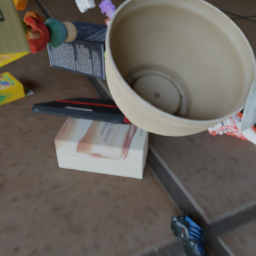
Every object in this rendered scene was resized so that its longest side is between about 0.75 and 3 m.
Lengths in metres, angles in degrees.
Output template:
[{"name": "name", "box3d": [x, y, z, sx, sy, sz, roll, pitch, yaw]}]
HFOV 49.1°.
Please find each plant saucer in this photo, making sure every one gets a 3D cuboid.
[{"name": "plant saucer", "box3d": [1.897, -0.325, 4.170, 0.214, 0.851, 0.851, 18, 41, 26]}]

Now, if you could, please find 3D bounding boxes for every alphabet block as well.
[{"name": "alphabet block", "box3d": [-3.411, -2.092, 5.627, 1.773, 1.816, 1.783, -8, 13, 37]}]

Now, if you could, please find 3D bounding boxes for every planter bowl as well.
[{"name": "planter bowl", "box3d": [0.679, -0.838, 4.851, 2.388, 1.607, 2.388, 6, 65, -12]}]

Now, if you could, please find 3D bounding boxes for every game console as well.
[{"name": "game console", "box3d": [-0.852, -0.452, 7.626, 2.676, 0.415, 2.367, 7, 13, 20]}]

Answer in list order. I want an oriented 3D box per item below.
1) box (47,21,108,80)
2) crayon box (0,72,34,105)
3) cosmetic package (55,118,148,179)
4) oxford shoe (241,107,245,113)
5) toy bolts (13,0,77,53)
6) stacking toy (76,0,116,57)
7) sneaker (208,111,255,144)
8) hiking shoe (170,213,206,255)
[{"name": "box", "box3d": [-1.578, -3.218, 11.322, 2.689, 1.439, 1.996, 19, 41, 23]}, {"name": "crayon box", "box3d": [-4.453, -1.290, 9.537, 1.992, 0.514, 1.253, -27, 45, -32]}, {"name": "cosmetic package", "box3d": [-0.591, 0.448, 6.883, 2.085, 0.909, 1.077, 6, 36, 7]}, {"name": "oxford shoe", "box3d": [2.532, -0.635, 8.297, 2.338, 0.832, 0.848, -7, 26, -10]}, {"name": "toy bolts", "box3d": [-2.418, -3.124, 7.911, 1.429, 1.967, 2.060, -22, 50, -41]}, {"name": "stacking toy", "box3d": [-0.294, -2.427, 6.442, 0.405, 1.725, 1.300, -6, 30, 44]}, {"name": "sneaker", "box3d": [2.855, 0.017, 7.754, 1.828, 0.980, 0.610, 48, 21, 4]}, {"name": "hiking shoe", "box3d": [1.240, 2.052, 5.134, 0.519, 0.446, 1.198, -14, 39, -16]}]
